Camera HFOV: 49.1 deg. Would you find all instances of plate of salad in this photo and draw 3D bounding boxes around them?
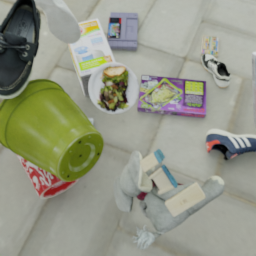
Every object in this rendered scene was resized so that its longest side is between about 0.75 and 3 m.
[{"bbox_3d":[-0.371,-0.952,6.871,1.280,0.307,1.280,2,104,6],"label":"plate of salad"}]

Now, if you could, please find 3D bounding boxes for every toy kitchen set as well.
[{"bbox_3d":[0.858,0.923,5.408,0.683,0.928,1.159,-34,83,10],"label":"toy kitchen set"}]

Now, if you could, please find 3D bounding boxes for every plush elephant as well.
[{"bbox_3d":[0.594,1.398,6.499,2.326,1.916,1.801,-24,76,-37],"label":"plush elephant"}]

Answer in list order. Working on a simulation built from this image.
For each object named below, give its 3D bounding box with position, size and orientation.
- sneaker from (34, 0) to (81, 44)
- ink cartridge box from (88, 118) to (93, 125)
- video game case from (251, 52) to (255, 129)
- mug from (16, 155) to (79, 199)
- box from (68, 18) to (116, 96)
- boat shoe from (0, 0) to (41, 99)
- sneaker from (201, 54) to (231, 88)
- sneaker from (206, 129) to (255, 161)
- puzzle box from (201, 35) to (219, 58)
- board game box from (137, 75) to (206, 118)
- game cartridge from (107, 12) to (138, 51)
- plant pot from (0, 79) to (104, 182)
[{"bbox_3d":[-2.279,-3.840,8.671,0.969,2.575,1.139,-18,50,19],"label":"sneaker"},{"bbox_3d":[-1.864,0.195,10.277,1.128,0.249,1.148,0,66,-1],"label":"ink cartridge box"},{"bbox_3d":[3.583,-0.763,7.401,0.272,2.090,2.296,-5,107,17],"label":"video game case"},{"bbox_3d":[-2.545,0.721,9.208,2.268,1.704,2.555,-32,71,-2],"label":"mug"},{"bbox_3d":[-1.468,-2.812,11.112,1.477,1.331,2.625,-16,65,-9],"label":"box"},{"bbox_3d":[-2.674,-2.054,6.721,1.039,0.922,2.781,17,62,-10],"label":"boat shoe"},{"bbox_3d":[3.599,-2.482,11.285,0.661,0.766,1.748,-25,65,-10],"label":"sneaker"},{"bbox_3d":[3.799,0.730,9.729,2.214,0.830,0.936,9,63,15],"label":"sneaker"},{"bbox_3d":[3.552,-3.538,12.139,0.716,0.137,1.077,10,65,5],"label":"puzzle box"},{"bbox_3d":[1.717,-1.242,10.918,2.586,0.418,1.552,7,60,3],"label":"board game box"},{"bbox_3d":[-0.239,-4.307,12.408,1.323,0.392,2.041,3,64,-3],"label":"game cartridge"},{"bbox_3d":[-1.850,0.211,7.246,2.163,2.246,2.246,35,68,29],"label":"plant pot"}]
